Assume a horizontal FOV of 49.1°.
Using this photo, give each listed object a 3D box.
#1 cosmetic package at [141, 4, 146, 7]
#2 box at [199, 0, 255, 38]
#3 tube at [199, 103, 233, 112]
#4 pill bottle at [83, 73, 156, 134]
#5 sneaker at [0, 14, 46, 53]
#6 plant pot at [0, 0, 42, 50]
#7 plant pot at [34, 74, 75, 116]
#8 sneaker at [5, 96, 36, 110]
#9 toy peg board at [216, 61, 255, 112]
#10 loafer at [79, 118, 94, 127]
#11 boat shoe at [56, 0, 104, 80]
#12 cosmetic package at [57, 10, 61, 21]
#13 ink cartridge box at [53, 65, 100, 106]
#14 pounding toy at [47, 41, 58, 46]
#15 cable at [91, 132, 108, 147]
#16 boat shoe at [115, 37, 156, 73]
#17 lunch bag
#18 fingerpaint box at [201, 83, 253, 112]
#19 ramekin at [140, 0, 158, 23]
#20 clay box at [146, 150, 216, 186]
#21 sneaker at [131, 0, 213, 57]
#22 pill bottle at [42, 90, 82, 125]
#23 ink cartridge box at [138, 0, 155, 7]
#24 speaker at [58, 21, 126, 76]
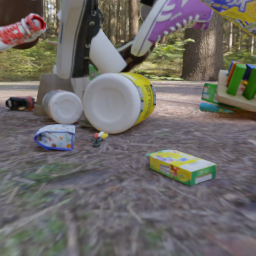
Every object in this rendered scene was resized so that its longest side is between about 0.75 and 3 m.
[{"bbox_3d":[0.362,-4.335,8.483,0.423,1.189,0.626,-25,-26,5],"label":"cosmetic package"},{"bbox_3d":[2.414,-2.501,5.870,1.848,0.647,0.594,44,34,19],"label":"box"},{"bbox_3d":[3.643,-0.796,11.576,1.375,0.347,0.533,14,12,41],"label":"tube"},{"bbox_3d":[-0.046,-0.872,8.649,1.623,1.623,2.886,4,12,19],"label":"pill bottle"},{"bbox_3d":[-2.917,-2.507,7.270,0.980,0.610,1.828,-23,13,32],"label":"sneaker"},{"bbox_3d":[-3.327,-3.632,8.662,1.621,1.621,1.734,-9,-19,-38],"label":"plant pot"},{"bbox_3d":[-2.893,-1.391,11.326,1.825,1.583,1.825,1,11,0],"label":"plant pot"},{"bbox_3d":[-4.651,-1.044,12.015,1.725,0.610,0.843,6,13,38],"label":"sneaker"},{"bbox_3d":[4.752,-1.717,10.158,2.646,1.294,2.635,18,35,9],"label":"toy peg board"},{"bbox_3d":[-1.059,-0.314,8.829,0.490,0.454,1.303,7,13,30],"label":"loafer"},{"bbox_3d":[-0.984,-2.216,5.951,0.798,2.820,0.968,0,51,-23],"label":"boat shoe"},{"bbox_3d":[-2.231,-4.359,11.728,0.672,1.090,1.094,-34,-19,24],"label":"cosmetic package"},{"bbox_3d":[-2.258,-2.102,13.805,2.666,1.948,1.124,6,12,24],"label":"ink cartridge box"},{"bbox_3d":[-1.734,-3.453,10.186,1.563,0.940,2.025,32,42,33],"label":"pounding toy"},{"bbox_3d":[-0.751,0.259,6.661,0.395,0.204,0.812,2,12,9],"label":"cable"},{"bbox_3d":[0.080,-2.727,10.307,1.034,1.032,2.796,-53,26,-21],"label":"boat shoe"},{"bbox_3d":[-1.621,0.200,6.228,0.828,0.513,0.704,6,11,-11],"label":"lunch bag"},{"bbox_3d":[4.576,-1.376,12.237,2.021,0.888,2.422,9,11,-2],"label":"fingerpaint box"},{"bbox_3d":[1.168,-3.931,9.430,1.368,1.368,0.718,9,55,36],"label":"ramekin"},{"bbox_3d":[0.851,0.628,4.733,0.618,0.256,1.075,-8,14,-35],"label":"clay box"},{"bbox_3d":[1.425,-3.059,8.162,1.679,2.946,1.068,35,7,-10],"label":"sneaker"},{"bbox_3d":[-2.303,-0.759,9.522,1.037,1.037,1.821,-6,13,-26],"label":"pill bottle"},{"bbox_3d":[0.560,-2.987,5.080,0.331,0.844,1.782,17,48,-4],"label":"ink cartridge box"},{"bbox_3d":[-1.112,-2.736,9.192,0.979,2.411,0.979,-34,20,14],"label":"speaker"}]
